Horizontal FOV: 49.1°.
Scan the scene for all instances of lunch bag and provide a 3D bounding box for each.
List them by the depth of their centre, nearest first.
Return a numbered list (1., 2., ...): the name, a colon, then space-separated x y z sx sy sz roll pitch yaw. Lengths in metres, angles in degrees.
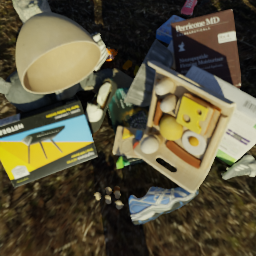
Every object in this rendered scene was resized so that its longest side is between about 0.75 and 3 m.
1. lunch bag: -3.481 -4.194 10.661 1.202 1.725 1.447 -21 56 -6

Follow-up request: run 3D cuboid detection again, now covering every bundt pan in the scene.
1. bundt pan: 0.654 -1.457 8.060 0.762 2.030 2.030 28 59 -1

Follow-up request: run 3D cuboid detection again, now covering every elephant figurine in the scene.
1. elephant figurine: -1.999 -1.510 8.312 2.914 2.260 2.062 -41 99 -2

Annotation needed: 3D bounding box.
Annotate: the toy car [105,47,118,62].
1. toy car: -1.188 -2.717 10.549 1.550 0.760 0.516 0 99 19

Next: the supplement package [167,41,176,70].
1. supplement package: 2.088 -2.556 10.084 1.344 0.789 0.786 21 59 14

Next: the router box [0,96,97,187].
1. router box: -2.204 0.344 7.517 2.366 1.765 0.604 -20 26 -11

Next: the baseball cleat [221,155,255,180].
1. baseball cleat: 3.190 1.197 7.813 1.144 0.399 0.609 -33 66 -17

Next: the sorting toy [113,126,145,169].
1. sorting toy: 0.087 0.566 7.836 0.989 0.197 1.338 9 59 1

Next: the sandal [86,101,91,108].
1. sandal: -1.148 -0.540 8.948 0.421 0.281 1.029 1 49 -9

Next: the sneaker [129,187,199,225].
1. sneaker: 0.914 1.797 7.174 1.915 0.725 0.738 -18 65 -13

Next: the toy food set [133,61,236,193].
1. toy food set: 1.039 0.058 6.306 1.942 2.706 0.817 34 49 26

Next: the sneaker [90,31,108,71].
1. sneaker: -1.534 -2.205 9.025 2.004 1.153 0.756 -11 35 29

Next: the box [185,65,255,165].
1. box: 2.198 -0.153 7.124 2.085 2.889 0.525 34 73 15

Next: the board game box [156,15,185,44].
1. board game box: 2.018 -3.818 11.187 1.326 0.371 1.298 33 62 20

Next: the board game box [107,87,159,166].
1. board game box: 0.359 -0.195 8.608 1.683 0.350 2.488 -12 63 -11

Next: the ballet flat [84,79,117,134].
1. ballet flat: -0.919 -0.708 8.405 0.626 0.630 1.842 21 78 10

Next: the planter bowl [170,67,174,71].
1. planter bowl: 1.194 -1.827 9.691 0.805 0.805 0.335 -16 36 -11

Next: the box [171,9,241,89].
1. box: 2.357 -2.070 8.461 1.731 1.713 2.086 -7 89 19

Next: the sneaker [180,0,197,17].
1. sneaker: 2.645 -5.397 12.092 0.533 0.628 1.447 18 59 12

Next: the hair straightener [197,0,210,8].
1. hair straightener: 3.374 -5.640 12.425 0.893 0.344 0.183 -38 67 -22

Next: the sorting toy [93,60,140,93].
1. sorting toy: -0.151 -1.513 9.652 1.367 0.246 1.835 32 64 15

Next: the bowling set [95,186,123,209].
1. bowling set: -0.442 1.728 7.425 0.818 0.439 0.569 17 58 11

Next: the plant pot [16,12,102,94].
1. plant pot: -1.665 -1.751 6.118 1.822 1.822 1.223 -26 78 -16

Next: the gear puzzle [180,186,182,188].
1. gear puzzle: 1.731 1.361 7.857 0.473 0.119 0.912 25 55 8
